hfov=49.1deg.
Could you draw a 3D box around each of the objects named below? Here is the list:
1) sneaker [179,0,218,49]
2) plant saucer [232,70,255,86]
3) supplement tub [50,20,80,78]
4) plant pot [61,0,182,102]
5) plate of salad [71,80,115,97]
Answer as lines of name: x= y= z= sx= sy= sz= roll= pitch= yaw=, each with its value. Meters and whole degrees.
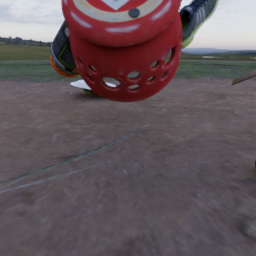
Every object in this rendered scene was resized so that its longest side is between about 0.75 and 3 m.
sneaker: x=2.230 y=-3.857 z=9.369 sx=0.890 sy=2.408 sz=0.975 roll=32 pitch=4 yaw=20
plant saucer: x=3.608 y=-1.556 z=8.446 sx=1.021 sy=0.150 sz=1.021 roll=-23 pitch=-1 yaw=0
supplement tub: x=-1.601 y=-2.818 z=9.332 sx=1.577 sy=1.577 sz=2.574 roll=-13 pitch=-11 yaw=-38
plant pot: x=-0.109 y=-2.309 z=6.378 sx=2.705 sy=2.705 sz=2.463 roll=2 pitch=-23 yaw=7
plate of salad: x=-1.627 y=-1.998 z=14.463 sx=2.676 sy=0.643 sz=2.676 roll=9 pitch=15 yaw=-2
